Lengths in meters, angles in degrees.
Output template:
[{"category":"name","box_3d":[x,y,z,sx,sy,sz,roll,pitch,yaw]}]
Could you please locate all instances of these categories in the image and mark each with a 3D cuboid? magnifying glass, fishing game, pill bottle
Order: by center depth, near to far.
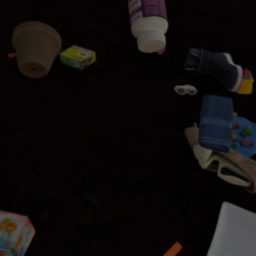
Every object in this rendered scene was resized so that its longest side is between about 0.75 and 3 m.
[{"category":"magnifying glass","box_3d":[0.758,3.346,6.802,1.487,0.166,0.592,-31,51,-30]},{"category":"fishing game","box_3d":[3.868,0.177,10.008,2.885,0.448,2.066,1,46,3]},{"category":"pill bottle","box_3d":[0.768,-4.315,10.859,1.422,1.422,2.533,-5,79,-5]}]

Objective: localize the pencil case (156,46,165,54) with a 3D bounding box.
[{"category":"pencil case","box_3d":[1.321,-4.414,14.860,1.391,0.576,0.602,39,89,33]}]

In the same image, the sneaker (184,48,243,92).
[{"category":"sneaker","box_3d":[3.638,-2.584,12.320,2.145,1.128,2.968,9,33,-6]}]

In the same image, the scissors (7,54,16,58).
[{"category":"scissors","box_3d":[-5.741,-3.873,14.633,1.083,0.075,0.396,-29,48,-25]}]

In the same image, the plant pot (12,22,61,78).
[{"category":"plant pot","box_3d":[-4.243,-3.390,12.908,2.208,2.208,1.926,-3,61,-3]}]

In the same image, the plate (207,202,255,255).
[{"category":"plate","box_3d":[3.119,3.089,6.943,2.063,0.333,2.059,19,45,19]}]

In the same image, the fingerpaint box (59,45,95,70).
[{"category":"fingerpaint box","box_3d":[-2.506,-3.489,13.904,1.370,0.503,1.143,23,48,22]}]

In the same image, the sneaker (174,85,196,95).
[{"category":"sneaker","box_3d":[2.452,-1.672,12.114,0.938,0.365,0.466,8,36,-5]}]

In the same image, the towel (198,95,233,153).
[{"category":"towel","box_3d":[2.376,-0.129,7.606,0.885,0.385,1.584,13,64,1]}]

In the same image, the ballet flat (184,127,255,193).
[{"category":"ballet flat","box_3d":[2.856,0.988,8.720,2.944,1.002,0.990,31,62,26]}]

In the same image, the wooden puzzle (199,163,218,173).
[{"category":"wooden puzzle","box_3d":[2.713,1.215,9.167,0.801,0.056,0.475,14,45,15]}]

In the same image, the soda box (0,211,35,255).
[{"category":"soda box","box_3d":[-3.797,2.588,7.119,2.601,0.827,0.889,8,44,10]}]

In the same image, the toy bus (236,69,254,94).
[{"category":"toy bus","box_3d":[4.971,-2.121,12.069,0.718,1.016,1.059,1,41,4]}]
